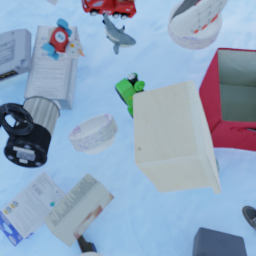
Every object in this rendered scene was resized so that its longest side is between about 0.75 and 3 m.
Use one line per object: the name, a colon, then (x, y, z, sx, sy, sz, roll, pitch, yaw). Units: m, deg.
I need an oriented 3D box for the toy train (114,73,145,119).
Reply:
toy train: (0.379, -0.400, 6.872, 0.675, 2.394, 0.500, -35, 50, 0)

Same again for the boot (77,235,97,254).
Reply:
boot: (-1.184, 3.314, 8.007, 0.489, 0.377, 1.009, -10, 75, -18)

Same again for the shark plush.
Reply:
shark plush: (-0.234, -2.067, 5.895, 0.455, 1.093, 0.497, -10, 55, 23)

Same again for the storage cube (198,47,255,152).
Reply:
storage cube: (3.498, -0.730, 8.472, 2.248, 2.364, 2.629, 4, 68, 2)

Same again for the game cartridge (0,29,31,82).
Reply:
game cartridge: (-4.494, -2.407, 9.709, 2.651, 0.536, 1.768, -14, 69, 17)

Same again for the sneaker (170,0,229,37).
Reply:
sneaker: (1.843, -3.324, 6.569, 2.856, 1.101, 1.170, -44, 75, -9)

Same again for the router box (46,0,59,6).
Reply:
router box: (-1.999, -4.451, 7.283, 0.483, 1.775, 1.977, 39, 103, 10)

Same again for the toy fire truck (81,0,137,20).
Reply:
toy fire truck: (-0.014, -4.042, 8.465, 2.464, 1.738, 0.601, -7, 79, -32)

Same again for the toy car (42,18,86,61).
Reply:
toy car: (-1.759, -2.452, 8.372, 1.135, 1.004, 1.046, 27, 85, 4)

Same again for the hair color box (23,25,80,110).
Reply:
hair color box: (-2.576, -2.135, 9.810, 1.447, 0.886, 2.924, 2, 69, 1)

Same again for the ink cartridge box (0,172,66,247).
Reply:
ink cartridge box: (-2.861, 2.380, 8.308, 1.158, 0.407, 1.940, 42, 71, 15)

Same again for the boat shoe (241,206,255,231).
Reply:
boat shoe: (3.958, 2.898, 8.072, 0.527, 0.449, 1.576, -33, 72, -12)

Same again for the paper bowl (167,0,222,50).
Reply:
paper bowl: (2.411, -3.722, 10.371, 1.906, 0.991, 1.906, 0, 69, 0)

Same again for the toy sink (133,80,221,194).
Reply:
toy sink: (1.111, 0.455, 6.281, 1.416, 2.528, 1.648, -12, 58, 19)

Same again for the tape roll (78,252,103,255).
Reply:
tape roll: (-1.014, 4.148, 7.484, 1.529, 0.279, 1.529, 0, 83, 2)

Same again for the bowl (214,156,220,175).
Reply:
bowl: (2.216, 1.257, 8.655, 1.078, 0.564, 1.078, 0, 68, 1)

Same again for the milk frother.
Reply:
milk frother: (-2.367, -0.218, 6.785, 1.567, 1.737, 1.634, 29, 40, -27)

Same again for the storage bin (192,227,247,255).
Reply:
storage bin: (2.449, 3.479, 7.606, 1.591, 1.158, 1.068, 13, 41, 5)

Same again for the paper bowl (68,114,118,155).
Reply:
paper bowl: (-0.871, 0.211, 7.406, 1.289, 1.289, 0.671, -28, 112, -10)

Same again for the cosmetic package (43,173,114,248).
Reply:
cosmetic package: (-1.389, 2.283, 7.940, 1.814, 0.938, 0.792, -45, 120, -15)
